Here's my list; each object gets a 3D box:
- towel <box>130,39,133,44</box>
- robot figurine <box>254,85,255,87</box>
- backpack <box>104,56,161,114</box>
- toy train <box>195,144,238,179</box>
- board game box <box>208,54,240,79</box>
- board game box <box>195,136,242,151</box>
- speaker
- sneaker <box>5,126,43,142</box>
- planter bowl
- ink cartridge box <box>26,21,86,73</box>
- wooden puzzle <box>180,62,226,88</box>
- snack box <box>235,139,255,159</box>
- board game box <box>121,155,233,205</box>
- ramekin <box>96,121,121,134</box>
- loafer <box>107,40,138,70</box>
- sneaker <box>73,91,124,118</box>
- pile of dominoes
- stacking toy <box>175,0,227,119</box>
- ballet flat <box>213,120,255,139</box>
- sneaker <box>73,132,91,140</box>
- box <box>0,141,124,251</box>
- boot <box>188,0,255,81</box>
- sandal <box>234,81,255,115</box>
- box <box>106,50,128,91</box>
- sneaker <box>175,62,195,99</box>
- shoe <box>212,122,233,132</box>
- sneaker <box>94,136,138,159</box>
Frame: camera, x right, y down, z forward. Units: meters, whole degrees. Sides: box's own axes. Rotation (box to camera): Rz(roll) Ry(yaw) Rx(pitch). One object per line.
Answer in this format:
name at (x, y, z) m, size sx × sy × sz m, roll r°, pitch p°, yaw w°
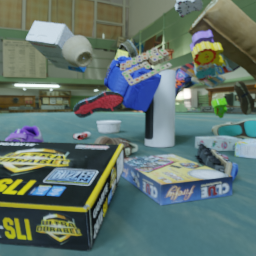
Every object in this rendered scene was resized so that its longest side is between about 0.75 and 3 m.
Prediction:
towel at (0.155, -3.769, 13.391) m, size 0.098 × 0.863 × 0.620 m, roll 7°, pitch 46°, yaw 16°
robot figurine at (6.192, -2.162, 12.378) m, size 0.365 × 1.253 × 0.908 m, roll 14°, pitch 36°, yaw -16°
backpack at (0.022, -1.732, 9.857) m, size 1.607 × 1.557 × 1.916 m, roll 18°, pitch 22°, yaw -31°
toy train at (2.191, 0.855, 7.107) m, size 0.676 × 0.504 × 2.952 m, roll 13°, pitch 6°, yaw 6°
board game box at (3.000, -2.311, 8.717) m, size 1.035 × 1.016 × 1.973 m, roll -33°, pitch 6°, yaw 0°
board game box at (3.301, 0.569, 10.276) m, size 1.359 × 0.437 × 1.003 m, roll 0°, pitch 4°, yaw -16°
speaker at (1.254, -0.774, 10.975) m, size 1.206 × 2.970 × 1.206 m, roll 0°, pitch 6°, yaw 0°
sneaker at (-2.488, 0.558, 6.294) m, size 0.863 × 0.949 × 2.146 m, roll 3°, pitch 20°, yaw 5°
planter bowl at (-1.271, -1.958, 7.469) m, size 0.813 × 0.813 × 0.547 m, roll -5°, pitch 43°, yaw -41°
ink cartridge box at (-2.245, -2.624, 9.237) m, size 1.281 × 0.751 × 1.749 m, roll 16°, pitch -14°, yaw 24°
wooden puzzle at (2.835, -2.021, 10.513) m, size 1.377 × 0.163 × 2.321 m, roll 40°, pitch 40°, yaw 21°
snack box at (4.283, 0.668, 8.878) m, size 1.442 × 0.488 × 1.216 m, roll 2°, pitch 6°, yaw 36°
board game box at (0.837, 0.989, 5.915) m, size 1.503 × 0.384 × 2.218 m, roll -2°, pitch 6°, yaw -20°
ramekin at (-1.094, -0.051, 15.822) m, size 1.386 × 0.646 × 1.386 m, roll 0°, pitch 6°, yaw 0°
loafer at (-0.327, -2.572, 12.146) m, size 0.927 × 1.000 × 2.660 m, roll -23°, pitch -27°, yaw -30°
sneaker at (-0.854, -0.759, 8.090) m, size 1.454 × 0.577 × 0.695 m, roll -13°, pitch 19°, yaw 1°
pile of dominoes at (0.384, -1.579, 6.827) m, size 1.206 × 0.192 × 0.940 m, roll -26°, pitch 49°, yaw -8°
stacking toy at (1.898, -1.757, 7.184) m, size 0.652 × 2.092 × 2.775 m, roll -15°, pitch -33°, yaw 14°
ballet flat at (5.305, 0.115, 13.220) m, size 2.718 × 0.944 × 0.944 m, roll 0°, pitch 5°, yaw -5°
sneaker at (-2.077, 0.390, 13.000) m, size 0.892 × 0.298 × 0.478 m, roll -7°, pitch 9°, yaw -31°
box at (-1.549, 0.832, 4.326) m, size 2.664 × 0.657 × 2.127 m, roll 1°, pitch 18°, yaw 10°
boot at (3.130, -2.166, 6.620) m, size 2.803 × 0.927 × 2.454 m, roll 37°, pitch -30°, yaw -6°
sandal at (5.496, -1.449, 13.421) m, size 0.706 × 1.728 × 0.472 m, roll -30°, pitch 11°, yaw 6°
box at (-0.468, -2.184, 11.275) m, size 0.442 × 1.764 × 0.664 m, roll 14°, pitch 40°, yaw -11°
sneaker at (2.091, -2.030, 12.222) m, size 2.885 × 1.087 × 1.132 m, roll -41°, pitch -17°, yaw -25°
shoe at (5.731, 0.012, 14.647) m, size 2.737 × 0.730 × 0.957 m, roll 4°, pitch 7°, yaw 40°
sneaker at (-0.337, 0.602, 8.202) m, size 0.800 × 0.746 × 2.117 m, roll 3°, pitch 6°, yaw 18°
